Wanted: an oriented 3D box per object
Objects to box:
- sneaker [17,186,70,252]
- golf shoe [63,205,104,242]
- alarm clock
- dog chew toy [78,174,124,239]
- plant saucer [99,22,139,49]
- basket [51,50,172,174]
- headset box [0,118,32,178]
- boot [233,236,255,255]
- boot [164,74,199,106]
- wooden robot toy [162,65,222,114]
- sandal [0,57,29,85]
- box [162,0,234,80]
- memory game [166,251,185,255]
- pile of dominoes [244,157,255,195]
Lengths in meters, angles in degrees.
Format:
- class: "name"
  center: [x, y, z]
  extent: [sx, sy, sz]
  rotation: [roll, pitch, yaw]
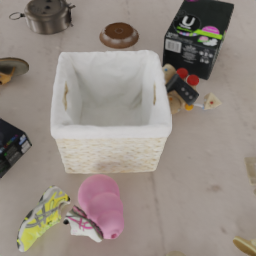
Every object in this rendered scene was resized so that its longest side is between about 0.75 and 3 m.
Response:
- class: "sneaker"
  center: [-1.938, 2.103, 6.465]
  extent: [0.607, 0.599, 1.588]
  rotation: [23, 60, 12]
- class: "golf shoe"
  center: [-0.883, 1.988, 5.560]
  extent: [1.010, 0.367, 0.465]
  rotation: [25, 68, 41]
- class: "alarm clock"
  center: [-3.509, -4.603, 11.317]
  extent: [2.632, 0.876, 1.775]
  rotation: [-5, 54, 0]
- class: "dog chew toy"
  center: [-0.549, 1.781, 6.297]
  extent: [0.973, 0.973, 1.563]
  rotation: [-18, 38, -13]
- class: "plant saucer"
  center: [-0.352, -3.696, 10.957]
  extent: [1.567, 0.287, 1.567]
  rotation: [0, 53, 0]
- class: "basket"
  center: [-0.434, -0.382, 7.285]
  extent: [2.649, 2.130, 2.625]
  rotation: [-2, 53, -4]
- class: "headset box"
  center: [-3.711, 0.433, 7.622]
  extent: [1.524, 0.707, 1.327]
  rotation: [26, 58, 18]
- class: "boot"
  center: [2.928, 2.502, 6.302]
  extent: [0.994, 0.362, 0.773]
  rotation: [25, 57, 16]
- class: "boot"
  center: [1.448, -0.948, 7.921]
  extent: [0.773, 0.938, 0.308]
  rotation: [-47, 21, 7]
- class: "wooden robot toy"
  center: [1.370, -1.034, 8.534]
  extent: [2.720, 1.198, 1.234]
  rotation: [37, 72, 24]
- class: "sandal"
  center: [-4.376, -1.739, 9.164]
  extent: [2.261, 0.924, 0.617]
  rotation: [-11, 71, -10]
- class: "box"
  center: [2.388, -3.162, 9.685]
  extent: [1.739, 1.456, 2.342]
  rotation: [20, 62, 14]
- class: "memory game"
  center: [0.997, 3.792, 5.469]
  extent: [2.639, 0.168, 2.639]
  rotation: [0, 53, 1]
- class: "pile of dominoes"
  center: [4.032, 1.394, 7.297]
  extent: [1.739, 0.277, 1.356]
  rotation: [-2, 54, 8]
